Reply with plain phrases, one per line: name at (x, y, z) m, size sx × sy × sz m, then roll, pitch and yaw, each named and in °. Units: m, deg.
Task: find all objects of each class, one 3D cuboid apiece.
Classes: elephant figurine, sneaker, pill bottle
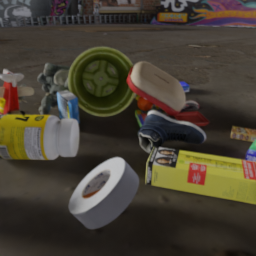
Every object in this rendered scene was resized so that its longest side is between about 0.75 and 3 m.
elephant figurine at (-2.728, -1.553, 11.869) m, size 1.827 × 2.003 × 2.582 m, roll 27°, pitch 17°, yaw -41°
sneaker at (2.334, -0.839, 11.473) m, size 1.118 × 0.451 × 0.417 m, roll 1°, pitch 50°, yaw 11°
pill bottle at (-2.644, 0.270, 8.049) m, size 2.285 × 1.306 × 1.306 m, roll 1°, pitch 25°, yaw 2°
sneaker at (1.288, 0.337, 8.632) m, size 2.016 × 0.766 × 1.456 m, roll 20°, pitch 42°, yaw 14°

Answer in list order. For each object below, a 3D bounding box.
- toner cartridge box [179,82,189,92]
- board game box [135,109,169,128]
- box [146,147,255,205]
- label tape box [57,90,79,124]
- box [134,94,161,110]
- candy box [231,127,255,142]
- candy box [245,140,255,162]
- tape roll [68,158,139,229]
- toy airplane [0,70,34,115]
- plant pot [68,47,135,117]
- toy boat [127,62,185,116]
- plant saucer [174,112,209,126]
toner cartridge box at (2.185, -1.990, 13.923) m, size 1.532 × 0.331 × 0.728 m, roll -6°, pitch 27°, yaw -11°
board game box at (0.963, -0.265, 10.403) m, size 1.164 × 0.252 × 1.730 m, roll -3°, pitch 26°, yaw -8°
box at (1.811, 1.125, 6.944) m, size 2.625 × 0.658 × 0.988 m, roll 9°, pitch 25°, yaw 15°
label tape box at (-2.118, -0.665, 10.299) m, size 0.460 × 1.049 × 1.454 m, roll -16°, pitch 30°, yaw -29°
box at (0.901, -1.459, 12.195) m, size 0.779 × 0.849 × 2.422 m, roll -8°, pitch 26°, yaw -15°
candy box at (3.931, 0.218, 9.372) m, size 0.898 × 0.248 × 0.518 m, roll 11°, pitch 26°, yaw 19°
candy box at (4.137, 0.883, 7.534) m, size 1.618 × 0.623 × 1.368 m, roll 18°, pitch 31°, yaw 31°
tape roll at (-0.512, 1.321, 5.839) m, size 1.505 × 0.497 × 1.505 m, roll -35°, pitch 18°, yaw 13°
toy airplane at (-4.203, -1.157, 9.638) m, size 1.214 × 1.721 × 1.713 m, roll 10°, pitch 61°, yaw 31°
plant pot at (-1.118, -1.997, 11.835) m, size 2.649 × 2.649 × 2.435 m, roll -4°, pitch 14°, yaw -8°
toy boat at (0.914, -1.235, 10.500) m, size 2.398 × 1.567 × 1.565 m, roll 29°, pitch 42°, yaw -12°
plant saucer at (2.337, -0.304, 10.541) m, size 1.084 × 0.199 × 1.082 m, roll -5°, pitch 26°, yaw -9°
